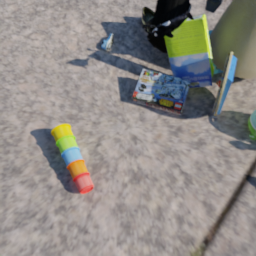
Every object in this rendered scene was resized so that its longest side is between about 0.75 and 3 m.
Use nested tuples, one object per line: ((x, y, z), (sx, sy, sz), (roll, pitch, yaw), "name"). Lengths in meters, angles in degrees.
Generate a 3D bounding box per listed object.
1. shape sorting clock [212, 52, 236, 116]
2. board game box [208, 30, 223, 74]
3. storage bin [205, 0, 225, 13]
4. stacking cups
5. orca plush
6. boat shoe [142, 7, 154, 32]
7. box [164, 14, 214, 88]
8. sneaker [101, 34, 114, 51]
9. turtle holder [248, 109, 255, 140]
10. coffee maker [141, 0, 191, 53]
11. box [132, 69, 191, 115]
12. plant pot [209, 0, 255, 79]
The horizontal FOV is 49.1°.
((3.016, -1.397, 8.975), (0.404, 2.059, 2.059), (18, 56, 12), "shape sorting clock")
((3.556, -3.074, 11.098), (2.543, 0.597, 1.920), (-13, 55, -9), "board game box")
((3.180, -4.597, 10.049), (0.667, 0.616, 0.917), (31, 66, 18), "storage bin")
((-1.591, 0.907, 8.219), (0.648, 0.648, 2.141), (-23, 66, -16), "stacking cups")
((1.366, -3.003, 8.580), (1.363, 0.717, 0.484), (-17, 93, 26), "orca plush")
((1.068, -4.442, 11.938), (0.732, 0.673, 2.049), (-30, 56, 5), "boat shoe")
((2.086, -2.503, 9.535), (1.402, 2.299, 0.548), (-1, 34, 29), "box")
((-0.877, -3.608, 11.635), (0.421, 0.367, 0.936), (12, 55, 12), "sneaker")
((4.352, -0.088, 8.655), (1.151, 1.075, 1.514), (23, 57, 15), "turtle holder")
((1.540, -4.151, 10.599), (1.344, 1.917, 1.995), (9, 79, 23), "coffee maker")
((1.152, -1.258, 9.732), (1.765, 0.352, 1.208), (17, 74, 12), "box")
((4.334, -3.631, 9.432), (2.679, 2.861, 2.679), (2, 56, -3), "plant pot")
